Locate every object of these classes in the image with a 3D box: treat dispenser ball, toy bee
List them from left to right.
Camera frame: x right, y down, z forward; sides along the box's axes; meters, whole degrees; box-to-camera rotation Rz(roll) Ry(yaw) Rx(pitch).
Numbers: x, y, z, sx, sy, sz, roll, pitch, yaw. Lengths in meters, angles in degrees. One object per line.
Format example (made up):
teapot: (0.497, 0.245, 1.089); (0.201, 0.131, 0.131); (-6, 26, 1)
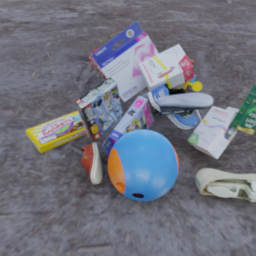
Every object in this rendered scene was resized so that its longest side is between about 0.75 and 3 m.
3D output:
treat dispenser ball: (0.449, 1.119, 8.452); (2.129, 2.129, 2.129); (0, 36, 0)
toy bee: (2.299, -1.678, 11.422); (1.474, 2.252, 1.224); (11, 64, 37)

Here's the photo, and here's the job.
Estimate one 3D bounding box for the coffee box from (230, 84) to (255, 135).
coffee box: (4.049, -0.567, 9.040); (0.941, 1.530, 0.336); (15, 20, -34)

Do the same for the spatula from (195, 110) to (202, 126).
spatula: (2.349, -0.625, 10.569); (0.121, 1.510, 1.050); (-36, 23, -20)

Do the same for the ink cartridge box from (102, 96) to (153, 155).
ink cartridge box: (0.068, 0.128, 9.674); (0.460, 1.309, 2.193); (26, 67, 30)

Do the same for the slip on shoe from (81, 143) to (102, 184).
slip on shoe: (-1.221, 1.173, 9.202); (0.621, 0.751, 2.028); (-14, 29, -4)

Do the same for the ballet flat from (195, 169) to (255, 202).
ballet flat: (3.326, 1.813, 8.312); (2.616, 0.909, 0.909); (6, 36, 6)

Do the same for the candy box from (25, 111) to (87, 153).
candy box: (-2.586, 0.031, 11.415); (2.753, 0.364, 1.407); (-25, 40, -30)

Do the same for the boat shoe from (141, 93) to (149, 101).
boat shoe: (0.623, -0.860, 12.153); (0.509, 0.420, 1.483); (-2, 53, 38)

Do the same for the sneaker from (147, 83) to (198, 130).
sneaker: (1.779, -0.749, 9.786); (2.302, 1.026, 0.904); (31, 33, -33)

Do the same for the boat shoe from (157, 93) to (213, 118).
boat shoe: (1.647, -0.616, 8.069); (0.652, 0.641, 1.808); (-27, 21, -35)

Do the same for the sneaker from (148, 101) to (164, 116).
sneaker: (1.666, -0.939, 12.129); (1.617, 0.790, 0.571); (-9, -2, -21)

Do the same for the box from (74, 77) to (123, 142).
box: (-0.850, -0.517, 8.827); (1.331, 1.944, 0.388); (-38, 63, -18)

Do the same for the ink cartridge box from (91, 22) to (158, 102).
ink cartridge box: (0.086, -2.503, 10.813); (2.192, 2.233, 0.484); (-36, 21, 4)

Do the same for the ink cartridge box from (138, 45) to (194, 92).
ink cartridge box: (1.349, -2.045, 10.031); (1.644, 0.686, 1.193); (-25, 61, 5)

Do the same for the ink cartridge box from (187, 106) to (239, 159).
ink cartridge box: (3.147, -0.028, 9.794); (1.986, 0.668, 1.163); (-53, 28, -3)

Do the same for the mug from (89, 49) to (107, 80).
mug: (-0.956, -3.057, 12.906); (1.120, 1.490, 1.679); (-8, 41, -41)
